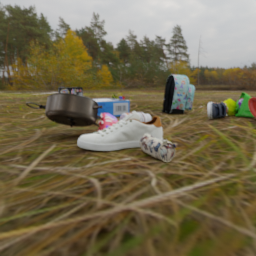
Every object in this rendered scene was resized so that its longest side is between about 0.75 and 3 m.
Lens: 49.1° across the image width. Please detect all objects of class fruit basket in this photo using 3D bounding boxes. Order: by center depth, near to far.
[{"bbox_3d":[5.273,-1.122,13.596,1.806,1.302,1.806,16,14,-4],"label":"fruit basket"}]

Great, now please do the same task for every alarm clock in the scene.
[{"bbox_3d":[-1.896,-0.501,8.306,2.244,0.747,1.514,9,-13,-3],"label":"alarm clock"}]

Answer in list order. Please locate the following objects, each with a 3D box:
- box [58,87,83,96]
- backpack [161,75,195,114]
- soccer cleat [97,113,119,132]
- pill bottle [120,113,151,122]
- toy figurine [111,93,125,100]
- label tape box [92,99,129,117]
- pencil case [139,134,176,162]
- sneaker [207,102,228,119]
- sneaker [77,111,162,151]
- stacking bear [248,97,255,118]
[{"bbox_3d":[-2.705,-1.219,13.204,1.121,1.399,0.310,-4,10,-25],"label":"box"},{"bbox_3d":[2.586,-1.770,14.591,1.508,2.004,1.779,-2,9,-7],"label":"backpack"},{"bbox_3d":[-0.579,-0.081,8.965,0.747,0.651,1.953,14,9,-9],"label":"soccer cleat"},{"bbox_3d":[0.279,-0.243,9.869,1.051,0.590,0.590,-5,11,-32],"label":"pill bottle"},{"bbox_3d":[-0.860,-1.475,17.544,1.135,1.000,1.895,-27,-2,19],"label":"toy figurine"},{"bbox_3d":[-1.340,-1.055,14.022,1.809,0.794,2.508,-6,12,-31],"label":"label tape box"},{"bbox_3d":[0.634,0.415,6.303,0.421,0.484,1.082,-3,9,-22],"label":"pencil case"},{"bbox_3d":[4.077,-0.815,12.699,0.767,0.758,1.933,-2,6,26],"label":"sneaker"},{"bbox_3d":[-0.198,0.045,7.165,2.230,0.944,0.812,-5,12,-18],"label":"sneaker"},{"bbox_3d":[6.118,-0.780,11.916,1.783,1.014,1.083,5,-12,-36],"label":"stacking bear"}]
